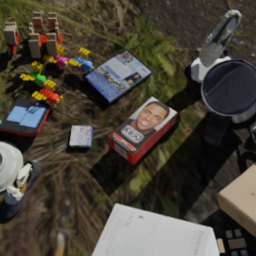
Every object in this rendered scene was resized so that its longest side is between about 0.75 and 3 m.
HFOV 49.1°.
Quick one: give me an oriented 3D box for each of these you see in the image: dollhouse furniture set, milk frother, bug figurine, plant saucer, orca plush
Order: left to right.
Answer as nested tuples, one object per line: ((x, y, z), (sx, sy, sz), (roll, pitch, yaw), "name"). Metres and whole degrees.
((-4.809, 1.303, 9.796), (2.074, 0.521, 2.074), (0, 60, 0), "plant saucer")
((-4.173, -3.974, 12.465), (2.375, 1.237, 2.400), (-4, 49, -10), "dollhouse furniture set")
((-2.942, -2.235, 11.667), (2.298, 0.762, 2.963), (33, 69, 24), "bug figurine")
((3.194, -2.637, 11.735), (2.857, 1.503, 1.016), (-37, 32, -26), "orca plush")
((3.103, 3.514, 8.436), (0.842, 0.548, 0.774), (-11, 63, 6), "dollhouse furniture set")
((4.097, -0.496, 9.193), (2.997, 2.819, 2.705), (4, 83, 25), "milk frother")

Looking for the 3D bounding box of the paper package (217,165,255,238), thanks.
((4.035, 2.299, 8.614), (1.716, 0.931, 1.800), (-34, 41, -15), "paper package")

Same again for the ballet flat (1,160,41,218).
((-3.645, 1.944, 9.325), (0.753, 0.753, 2.060), (20, 63, 11), "ballet flat")

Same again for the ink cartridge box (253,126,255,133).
((5.152, 0.215, 10.439), (0.515, 0.301, 0.888), (-40, 87, -21), "ink cartridge box")

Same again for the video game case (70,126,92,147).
((-1.765, 0.330, 10.522), (0.749, 0.188, 0.826), (0, 59, 1), "video game case")

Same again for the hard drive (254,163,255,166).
((5.262, 1.928, 9.604), (1.176, 0.234, 1.783), (-12, 62, -7), "hard drive")

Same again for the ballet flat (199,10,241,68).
((3.326, -3.227, 10.159), (0.797, 0.797, 2.222), (33, 107, 17), "ballet flat")

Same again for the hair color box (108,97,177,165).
((0.549, 0.064, 10.221), (1.224, 0.739, 2.412), (35, 63, 25), "hair color box")

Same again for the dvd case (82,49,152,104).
((-0.451, -2.252, 11.930), (2.476, 0.217, 1.767), (-37, 68, -21), "dvd case")

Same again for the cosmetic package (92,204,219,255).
((0.550, 3.775, 7.028), (2.776, 1.707, 2.768), (6, 51, 28), "cosmetic package")

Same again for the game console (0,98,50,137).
((-3.920, -0.440, 10.734), (1.480, 0.260, 1.673), (13, 50, 3), "game console")
